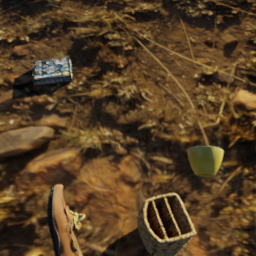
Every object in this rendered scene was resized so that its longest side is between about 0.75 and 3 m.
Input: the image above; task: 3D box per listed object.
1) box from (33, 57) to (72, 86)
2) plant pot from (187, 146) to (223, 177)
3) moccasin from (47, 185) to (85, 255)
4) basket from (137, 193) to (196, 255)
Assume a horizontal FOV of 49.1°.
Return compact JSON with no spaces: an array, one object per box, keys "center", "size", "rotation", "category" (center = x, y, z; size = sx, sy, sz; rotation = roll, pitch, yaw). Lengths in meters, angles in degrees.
[{"center":[-3.153,-2.377,11.677],"size":[1.560,0.359,1.240],"rotation":[-9,52,-7],"category":"box"},{"center":[1.845,0.842,6.719],"size":[0.850,0.850,0.603],"rotation":[4,71,3],"category":"plant pot"},{"center":[-1.540,2.565,7.147],"size":[0.875,0.829,2.266],"rotation":[-9,67,-23],"category":"moccasin"},{"center":[0.871,2.399,7.151],"size":[0.980,1.023,1.373],"rotation":[17,30,-24],"category":"basket"}]
